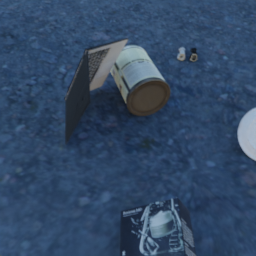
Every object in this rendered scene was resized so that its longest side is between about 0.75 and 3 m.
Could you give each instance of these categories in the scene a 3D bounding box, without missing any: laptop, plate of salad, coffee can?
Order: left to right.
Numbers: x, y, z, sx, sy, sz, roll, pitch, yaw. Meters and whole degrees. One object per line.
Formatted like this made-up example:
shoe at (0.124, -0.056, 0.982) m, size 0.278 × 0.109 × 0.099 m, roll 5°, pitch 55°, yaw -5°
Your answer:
laptop at (-1.119, -1.282, 9.799) m, size 2.980 × 2.790 × 1.727 m, roll -30°, pitch 78°, yaw -38°
coffee can at (0.395, -1.863, 10.901) m, size 1.704 × 1.704 × 2.329 m, roll -14°, pitch 50°, yaw -12°
plate of salad at (4.679, 0.227, 9.467) m, size 1.934 × 0.464 × 1.934 m, roll 0°, pitch 86°, yaw 6°

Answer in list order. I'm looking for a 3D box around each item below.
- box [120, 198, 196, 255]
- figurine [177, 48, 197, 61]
box at (0.716, 2.789, 6.849) m, size 1.635 × 1.013 × 1.607 m, roll -20°, pitch 43°, yaw 20°
figurine at (2.828, -3.569, 13.349) m, size 0.923 × 0.397 × 0.900 m, roll 5°, pitch 43°, yaw 9°
